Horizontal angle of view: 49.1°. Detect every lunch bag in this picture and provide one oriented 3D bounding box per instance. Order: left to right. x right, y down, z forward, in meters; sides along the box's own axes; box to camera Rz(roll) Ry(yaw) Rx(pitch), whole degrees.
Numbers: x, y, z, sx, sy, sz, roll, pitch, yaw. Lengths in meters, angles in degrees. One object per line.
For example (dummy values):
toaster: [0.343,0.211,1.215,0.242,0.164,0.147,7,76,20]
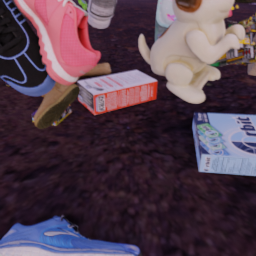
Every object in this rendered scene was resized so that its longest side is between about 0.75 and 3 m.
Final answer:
lunch bag: [1.289,-2.305,6.078,1.353,1.589,0.969,16,60,10]

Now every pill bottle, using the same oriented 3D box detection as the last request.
pill bottle: [-0.519,-2.580,5.673,0.576,1.012,0.576,8,57,-12]

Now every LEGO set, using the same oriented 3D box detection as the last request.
LEGO set: [1.746,-1.387,4.273,1.284,0.987,0.744,5,-3,-27]

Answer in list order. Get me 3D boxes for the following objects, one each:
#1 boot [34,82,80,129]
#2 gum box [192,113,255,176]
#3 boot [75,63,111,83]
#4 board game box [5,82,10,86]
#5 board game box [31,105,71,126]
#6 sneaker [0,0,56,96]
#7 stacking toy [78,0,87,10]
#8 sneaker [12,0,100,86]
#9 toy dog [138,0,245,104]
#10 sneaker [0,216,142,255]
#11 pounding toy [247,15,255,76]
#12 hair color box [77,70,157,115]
boot: [-2.135,-0.850,6.619,1.610,0.533,1.410,32,63,20]
gum box: [3.132,0.380,7.407,2.631,0.586,2.236,4,30,6]
boot: [-1.688,-2.488,12.381,1.891,0.625,1.656,-7,31,-13]
board game box: [-4.169,-2.425,12.305,1.692,0.580,2.047,4,30,3]
board game box: [-2.491,-0.488,9.210,0.865,0.297,1.047,10,31,14]
sneaker: [-1.939,-1.511,3.890,0.853,2.431,0.947,-39,-2,-8]
stacking toy: [-1.109,-3.378,6.266,0.958,1.270,0.298,-28,34,36]
sneaker: [-0.942,-1.575,3.877,0.805,1.855,0.684,-19,10,26]
toy dog: [0.860,-1.290,3.688,1.361,1.403,0.979,35,50,22]
sneaker: [-0.953,1.870,4.480,2.388,0.938,1.065,3,33,7]
pounding toy: [3.951,-2.225,7.749,1.247,0.963,1.355,11,68,4]
hair color box: [-0.393,-1.352,10.201,2.564,0.820,1.422,-15,34,-27]
